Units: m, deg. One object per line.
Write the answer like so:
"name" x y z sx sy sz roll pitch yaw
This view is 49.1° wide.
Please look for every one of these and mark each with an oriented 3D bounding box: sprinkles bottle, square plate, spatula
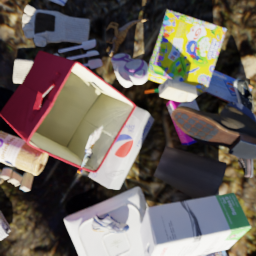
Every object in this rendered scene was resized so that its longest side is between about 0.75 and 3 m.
"sprinkles bottle" -4.152 0.641 9.278 2.864 0.977 0.977 20 87 1
"square plate" -0.363 3.790 9.339 2.809 0.399 2.782 -22 86 -4
"spatula" -1.519 -2.242 8.908 1.252 0.101 0.870 -11 122 9

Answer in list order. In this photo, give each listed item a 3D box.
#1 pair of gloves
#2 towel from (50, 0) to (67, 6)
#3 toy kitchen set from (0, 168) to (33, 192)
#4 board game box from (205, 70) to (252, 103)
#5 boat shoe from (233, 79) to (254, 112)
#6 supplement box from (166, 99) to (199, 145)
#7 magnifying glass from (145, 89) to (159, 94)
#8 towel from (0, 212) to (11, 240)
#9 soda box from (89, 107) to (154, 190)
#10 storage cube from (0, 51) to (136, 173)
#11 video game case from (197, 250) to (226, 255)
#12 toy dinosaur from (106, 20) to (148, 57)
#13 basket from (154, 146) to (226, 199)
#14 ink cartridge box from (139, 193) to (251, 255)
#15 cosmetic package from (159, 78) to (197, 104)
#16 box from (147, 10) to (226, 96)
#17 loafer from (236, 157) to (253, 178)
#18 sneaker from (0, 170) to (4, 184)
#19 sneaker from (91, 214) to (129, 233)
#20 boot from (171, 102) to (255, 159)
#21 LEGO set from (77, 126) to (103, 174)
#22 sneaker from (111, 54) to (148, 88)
"pair of gloves" -2.658 -2.598 9.547 2.349 0.484 2.763 15 95 2
"towel" -2.488 -5.234 10.009 1.130 0.183 1.538 25 87 1
"toy kitchen set" -3.854 1.688 9.241 0.838 0.616 1.046 -25 130 22
"board game box" 3.431 -1.376 9.800 1.615 0.157 0.832 24 88 2
"boat shoe" 3.937 -1.022 9.357 0.475 0.392 1.384 -42 116 -13
"supplement box" 1.973 -0.285 9.399 0.795 0.812 1.570 -20 88 -5
"magnifying glass" 0.979 -1.270 9.622 0.811 0.323 0.091 -5 119 8
"towel" -4.597 3.308 9.392 0.945 0.488 1.141 -36 86 -3
"soda box" -0.185 0.622 9.153 0.854 0.919 2.691 25 84 24
"storage cube" -1.710 -0.468 7.907 2.376 2.643 2.260 28 86 46
"video game case" 2.559 5.168 9.406 2.034 0.234 1.853 -21 87 0
"toy dinosaur" -0.249 -3.337 9.816 0.956 0.543 1.799 36 96 -17
"basket" 1.911 1.430 9.064 1.905 1.296 1.718 23 132 7
"ink cartridge box" 1.822 3.021 8.310 2.719 1.984 1.143 -6 52 -11
"cosmetic package" 1.435 -1.059 8.122 0.987 0.511 0.361 12 59 -21
"box" 1.823 -2.396 9.275 1.993 1.262 2.069 19 88 1
"loafer" 3.822 0.783 9.483 0.564 0.643 1.789 -3 79 7
"sneaker" -5.471 1.668 9.157 2.413 1.083 0.809 3 88 0
"sneaker" -0.553 3.053 8.974 1.221 0.459 0.538 4 81 -5
"boot" 2.831 -0.220 8.863 2.999 1.120 1.454 26 53 -6
"LEGO set" -1.103 0.575 7.542 0.315 0.960 1.285 23 111 5
"sneaker" 0.122 -1.705 8.969 0.777 2.074 1.033 -21 123 -12
